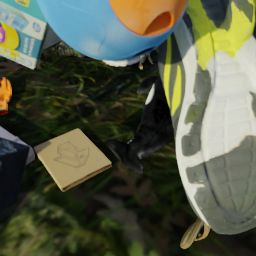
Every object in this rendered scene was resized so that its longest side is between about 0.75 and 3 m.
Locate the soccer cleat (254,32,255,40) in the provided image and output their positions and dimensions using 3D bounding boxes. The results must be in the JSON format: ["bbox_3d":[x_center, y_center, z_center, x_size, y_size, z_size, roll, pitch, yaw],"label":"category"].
[{"bbox_3d":[3.114,-1.979,5.986,0.958,0.310,0.401,-16,26,-24],"label":"soccer cleat"}]

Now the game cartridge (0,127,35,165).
[{"bbox_3d":[-3.724,0.440,6.283,2.828,0.543,1.833,26,42,28],"label":"game cartridge"}]

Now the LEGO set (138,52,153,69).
[{"bbox_3d":[0.124,-2.096,5.446,0.975,1.683,1.294,10,65,37],"label":"LEGO set"}]

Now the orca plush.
[{"bbox_3d":[0.556,-0.503,4.293,2.342,0.832,1.232,-39,66,-21],"label":"orca plush"}]

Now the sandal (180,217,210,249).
[{"bbox_3d":[1.276,1.729,4.855,0.273,0.406,1.012,44,49,14],"label":"sandal"}]

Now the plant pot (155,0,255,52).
[{"bbox_3d":[1.685,-2.586,6.165,1.962,1.962,1.889,-25,3,-27],"label":"plant pot"}]

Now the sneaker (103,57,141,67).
[{"bbox_3d":[-0.650,-2.990,9.834,2.804,1.149,1.048,23,45,25],"label":"sneaker"}]

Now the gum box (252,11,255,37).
[{"bbox_3d":[2.681,-4.051,7.646,0.632,2.409,2.835,-19,39,-28],"label":"gum box"}]

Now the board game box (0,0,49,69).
[{"bbox_3d":[-2.024,-1.602,3.713,1.888,1.425,0.443,21,71,-19],"label":"board game box"}]

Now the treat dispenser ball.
[{"bbox_3d":[-0.113,-1.118,2.136,1.189,1.189,1.189,0,40,0],"label":"treat dispenser ball"}]

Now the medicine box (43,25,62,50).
[{"bbox_3d":[-2.842,-4.034,7.932,2.351,2.581,1.329,34,52,14],"label":"medicine box"}]

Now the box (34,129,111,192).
[{"bbox_3d":[-1.261,0.643,6.271,1.195,0.156,1.462,-25,45,-27],"label":"box"}]

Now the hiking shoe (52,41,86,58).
[{"bbox_3d":[-2.096,-2.755,10.119,0.760,0.572,1.511,-38,43,-25],"label":"hiking shoe"}]

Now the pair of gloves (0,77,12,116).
[{"bbox_3d":[-4.545,-0.852,7.959,2.386,0.295,2.126,-11,41,-12],"label":"pair of gloves"}]

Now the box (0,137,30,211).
[{"bbox_3d":[-2.080,0.458,3.096,1.350,0.806,1.372,17,5,5],"label":"box"}]

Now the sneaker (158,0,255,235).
[{"bbox_3d":[0.909,-0.403,3.017,1.064,1.209,2.857,-3,81,-1],"label":"sneaker"}]
